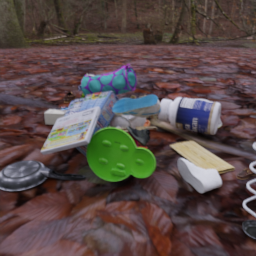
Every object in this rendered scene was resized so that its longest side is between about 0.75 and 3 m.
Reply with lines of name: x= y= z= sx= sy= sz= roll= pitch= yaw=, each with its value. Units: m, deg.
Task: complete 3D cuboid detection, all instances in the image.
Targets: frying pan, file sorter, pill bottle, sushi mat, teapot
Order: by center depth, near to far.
frying pan: x=3.288 y=2.447 z=6.699 sx=1.119 sy=0.182 sz=0.677 roll=-1 pitch=23 yaw=-8
file sorter: x=4.091 y=1.082 z=6.855 sx=1.629 sy=2.616 sz=1.815 roll=-12 pitch=25 yaw=-24
frying pan: x=-2.891 y=1.536 z=8.739 sx=2.679 sy=0.436 sz=1.621 roll=7 pitch=23 yaw=24
sushi mat: x=2.601 y=1.047 z=10.186 sx=1.159 sy=0.147 sz=2.423 roll=-9 pitch=24 yaw=-22
teapot: x=-0.128 y=-0.286 z=10.439 sx=1.553 sy=1.574 sz=1.149 roll=15 pitch=42 yaw=19
pill bottle: x=2.608 y=-0.568 z=12.036 sx=2.450 sy=1.361 sz=1.361 roll=11 pitch=25 yaw=23

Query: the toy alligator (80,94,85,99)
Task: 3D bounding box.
toy alligator: x=-1.638 y=-1.450 z=12.131 sx=0.951 sy=0.689 sz=2.869 roll=18 pitch=61 yaw=46

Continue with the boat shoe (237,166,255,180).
boat shoe: x=3.871 y=1.424 z=9.065 sx=0.862 sy=0.303 sz=0.304 roll=-13 pitch=27 yaw=-26

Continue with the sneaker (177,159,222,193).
sneaker: x=2.252 y=1.436 z=8.799 sx=0.869 sy=0.554 sz=1.503 roll=-8 pitch=33 yaw=-23

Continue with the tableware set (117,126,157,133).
tableware set: x=0.183 y=0.073 z=9.347 sx=1.346 sy=0.187 sz=1.611 roll=-3 pitch=-1 yaw=19

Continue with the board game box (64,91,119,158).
board game box: x=-1.653 y=-0.096 z=9.890 sx=2.305 sy=0.711 sz=2.303 roll=-4 pitch=53 yaw=33

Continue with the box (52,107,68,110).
box: x=-3.491 y=-0.788 z=14.558 sx=1.162 sy=0.267 sz=0.924 roll=-17 pitch=28 yaw=-36

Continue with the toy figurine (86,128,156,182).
toy figurine: x=0.052 y=0.780 z=9.235 sx=2.199 sy=1.651 sz=2.024 roll=13 pitch=9 yaw=16

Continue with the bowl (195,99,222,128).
bowl: x=3.420 y=-0.765 z=13.482 sx=2.219 sy=1.041 sz=2.219 roll=0 pitch=22 yaw=0

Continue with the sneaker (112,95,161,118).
sneaker: x=0.253 y=-0.589 z=8.957 sx=1.613 sy=0.651 sz=0.617 roll=-4 pitch=55 yaw=25

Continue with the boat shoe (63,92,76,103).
boat shoe: x=-3.541 y=-1.947 z=17.140 sx=0.501 sy=0.501 sz=1.424 roll=2 pitch=21 yaw=7

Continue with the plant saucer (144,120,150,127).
plant saucer: x=0.399 y=-0.015 z=12.279 sx=1.176 sy=0.190 sz=1.176 roll=-16 pitch=22 yaw=7

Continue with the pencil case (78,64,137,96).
pencil case: x=-0.752 y=-1.672 z=10.397 sx=2.143 sy=0.990 sz=0.912 roll=-6 pitch=22 yaw=29

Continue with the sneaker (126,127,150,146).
sneaker: x=0.347 y=0.146 z=8.484 sx=0.477 sy=0.319 sz=0.833 roll=-45 pitch=58 yaw=-12

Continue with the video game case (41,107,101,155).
video game case: x=-1.786 y=0.078 z=8.846 sx=1.724 sy=0.197 sz=1.569 roll=-14 pitch=38 yaw=24

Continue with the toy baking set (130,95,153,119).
toy baking set: x=0.502 y=-0.763 z=10.918 sx=1.167 sy=1.521 sz=0.177 roll=14 pitch=51 yaw=16

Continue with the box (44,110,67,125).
box: x=-3.038 y=-0.489 z=13.367 sx=1.733 sy=0.593 sz=0.712 roll=3 pitch=20 yaw=7
